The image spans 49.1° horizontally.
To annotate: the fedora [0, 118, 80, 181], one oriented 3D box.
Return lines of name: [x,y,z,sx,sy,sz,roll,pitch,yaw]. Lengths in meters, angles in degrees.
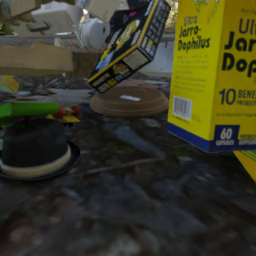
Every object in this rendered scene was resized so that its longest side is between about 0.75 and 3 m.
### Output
fedora: [-1.878,0.310,5.750,1.845,0.843,1.845,4,24,-2]

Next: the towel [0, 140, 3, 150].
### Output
towel: [-2.745,0.538,6.248,1.268,0.148,0.967,8,23,18]

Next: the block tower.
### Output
block tower: [-0.646,-2.068,8.340,2.990,0.864,0.808,-6,43,-30]

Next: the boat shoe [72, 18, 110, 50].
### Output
boat shoe: [-0.986,-2.332,6.786,0.758,0.657,1.779,-2,34,11]

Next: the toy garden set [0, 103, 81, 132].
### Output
toy garden set: [-2.651,-0.049,6.623,2.696,0.538,2.247,-11,-2,30]

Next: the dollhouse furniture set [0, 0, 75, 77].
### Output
dollhouse furniture set: [-1.846,-2.047,4.485,2.019,2.304,1.531,0,7,35]

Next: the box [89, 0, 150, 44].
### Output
box: [-0.279,-3.579,9.086,1.614,1.859,2.814,-16,-16,-12]

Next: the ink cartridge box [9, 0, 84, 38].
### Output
ink cartridge box: [-2.516,-3.747,8.698,2.141,0.908,1.559,2,65,17]

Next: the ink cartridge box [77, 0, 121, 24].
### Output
ink cartridge box: [-0.483,-2.299,4.893,0.401,0.694,0.951,23,17,-32]

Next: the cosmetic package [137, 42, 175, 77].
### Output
cosmetic package: [0.960,-1.798,7.456,0.586,0.815,1.445,8,3,-40]

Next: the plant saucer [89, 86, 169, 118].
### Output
plant saucer: [0.056,-0.998,9.702,2.773,0.409,2.773,1,23,0]

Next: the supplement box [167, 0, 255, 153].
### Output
supplement box: [1.359,-0.886,3.672,1.190,2.186,1.197,-1,12,-16]

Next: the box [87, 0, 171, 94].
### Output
box: [0.041,-1.810,6.076,1.590,0.491,1.991,-27,34,44]

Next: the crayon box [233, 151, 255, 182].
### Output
crayon box: [3.008,-0.444,5.858,2.902,0.846,2.504,-14,60,-33]

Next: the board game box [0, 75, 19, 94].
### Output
board game box: [-2.998,-1.124,5.883,0.972,0.256,1.270,13,-11,0]
